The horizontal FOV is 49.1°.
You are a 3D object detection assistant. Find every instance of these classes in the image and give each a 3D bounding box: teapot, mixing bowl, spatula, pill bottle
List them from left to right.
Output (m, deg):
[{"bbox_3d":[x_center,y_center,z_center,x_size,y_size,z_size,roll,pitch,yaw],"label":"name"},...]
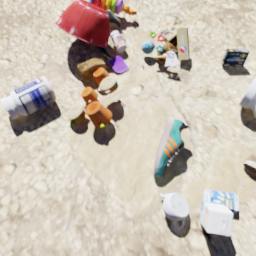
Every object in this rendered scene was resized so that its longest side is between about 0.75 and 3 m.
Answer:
[{"bbox_3d":[-3.747,-1.098,10.563,1.810,1.047,1.047,-30,64,-17],"label":"pill bottle"},{"bbox_3d":[-1.702,-4.507,11.748,2.388,1.294,2.388,22,24,-10],"label":"mixing bowl"},{"bbox_3d":[-0.892,-3.220,12.291,0.657,0.239,2.325,-32,62,-22],"label":"spatula"},{"bbox_3d":[-0.438,-3.824,12.409,0.479,0.479,0.875,-22,73,-13],"label":"pill bottle"},{"bbox_3d":[1.397,2.513,8.659,0.883,0.654,0.895,34,41,-12],"label":"teapot"},{"bbox_3d":[5.541,-0.720,10.067,2.635,1.526,1.526,35,65,20],"label":"pill bottle"}]

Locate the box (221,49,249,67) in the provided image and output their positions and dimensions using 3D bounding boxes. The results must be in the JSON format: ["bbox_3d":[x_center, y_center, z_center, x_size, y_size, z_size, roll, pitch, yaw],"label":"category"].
[{"bbox_3d":[4.504,-2.944,11.807,0.939,0.746,0.216,2,50,-4],"label":"box"}]

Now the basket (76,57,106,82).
[{"bbox_3d":[-1.571,-2.576,11.605,1.095,0.781,0.815,-25,63,-14],"label":"basket"}]

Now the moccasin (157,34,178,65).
[{"bbox_3d":[1.819,-3.435,12.116,0.632,0.667,1.728,44,69,-4],"label":"moccasin"}]

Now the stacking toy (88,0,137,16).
[{"bbox_3d":[-0.675,-5.795,13.235,2.316,1.271,1.344,17,25,-1],"label":"stacking toy"}]

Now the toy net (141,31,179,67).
[{"bbox_3d":[1.449,-3.238,11.798,1.893,0.366,0.993,39,96,15],"label":"toy net"}]

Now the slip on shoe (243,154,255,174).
[{"bbox_3d":[4.676,1.473,9.303,1.615,0.614,0.489,33,72,26],"label":"slip on shoe"}]

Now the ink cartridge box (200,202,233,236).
[{"bbox_3d":[2.562,2.642,8.214,0.659,0.911,0.671,7,91,0],"label":"ink cartridge box"}]

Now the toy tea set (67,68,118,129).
[{"bbox_3d":[-1.052,-1.077,10.809,1.669,1.039,2.807,5,57,38],"label":"toy tea set"}]

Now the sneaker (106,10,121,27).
[{"bbox_3d":[-0.771,-4.961,13.018,0.934,0.349,0.496,43,82,-16],"label":"sneaker"}]

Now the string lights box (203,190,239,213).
[{"bbox_3d":[2.942,2.339,8.927,1.049,0.309,0.539,8,60,5],"label":"string lights box"}]

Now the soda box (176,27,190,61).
[{"bbox_3d":[2.343,-3.549,11.886,0.448,1.324,0.424,-2,13,20],"label":"soda box"}]

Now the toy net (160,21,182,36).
[{"bbox_3d":[1.967,-4.428,12.678,1.075,0.564,0.208,-14,54,7],"label":"toy net"}]

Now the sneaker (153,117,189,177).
[{"bbox_3d":[1.444,0.710,9.426,0.840,0.750,2.102,18,83,3],"label":"sneaker"}]
